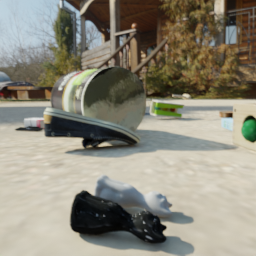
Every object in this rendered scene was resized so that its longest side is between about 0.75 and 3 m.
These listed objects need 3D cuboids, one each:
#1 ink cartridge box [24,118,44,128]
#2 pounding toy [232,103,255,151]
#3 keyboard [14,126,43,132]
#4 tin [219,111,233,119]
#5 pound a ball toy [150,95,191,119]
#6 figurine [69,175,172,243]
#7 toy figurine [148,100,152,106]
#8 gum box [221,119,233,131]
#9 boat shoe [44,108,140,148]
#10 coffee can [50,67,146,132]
[{"bbox_3d":[-3.324,-0.169,10.268,0.790,0.327,0.579,3,8,24],"label":"ink cartridge box"},{"bbox_3d":[3.389,-0.221,6.308,2.079,1.478,1.914,-1,7,-9],"label":"pounding toy"},{"bbox_3d":[-3.369,0.038,9.644,0.929,0.096,0.590,3,15,16],"label":"keyboard"},{"bbox_3d":[5.402,-0.655,14.022,1.652,0.346,0.925,0,12,3],"label":"tin"},{"bbox_3d":[2.021,-1.118,13.551,1.813,1.182,0.770,3,11,-25],"label":"pound a ball toy"},{"bbox_3d":[0.006,0.834,2.880,0.894,0.395,0.917,10,9,14],"label":"figurine"},{"bbox_3d":[1.315,-1.011,15.481,0.471,0.892,0.535,-26,-7,-29],"label":"toy figurine"},{"bbox_3d":[4.098,-0.080,9.555,1.311,0.344,1.543,0,8,-2],"label":"gum box"},{"bbox_3d":[-0.849,0.137,6.644,2.360,0.735,0.881,14,-4,-19],"label":"boat shoe"},{"bbox_3d":[-1.010,-0.801,8.635,1.993,1.993,2.723,-5,9,-32],"label":"coffee can"}]
